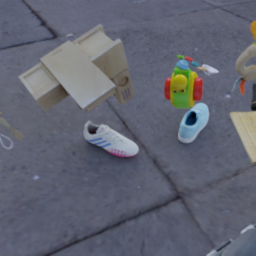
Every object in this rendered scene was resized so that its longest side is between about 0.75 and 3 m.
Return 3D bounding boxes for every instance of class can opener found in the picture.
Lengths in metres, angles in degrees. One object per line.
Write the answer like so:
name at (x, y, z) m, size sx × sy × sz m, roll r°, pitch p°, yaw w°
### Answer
can opener at (1.981, 1.365, 3.518) m, size 2.327 × 0.778 × 0.621 m, roll -23°, pitch 67°, yaw -21°

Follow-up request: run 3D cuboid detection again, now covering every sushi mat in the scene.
sushi mat at (2.176, 0.118, 4.658) m, size 0.652 × 0.082 × 1.363 m, roll -1°, pitch 36°, yaw 3°

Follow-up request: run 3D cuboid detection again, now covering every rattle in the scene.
rattle at (3.323, -1.909, 7.940) m, size 1.080 × 1.659 × 1.185 m, roll -21°, pitch 62°, yaw -13°

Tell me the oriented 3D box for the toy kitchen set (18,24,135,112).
toy kitchen set at (-1.036, -0.917, 8.288) m, size 2.798 × 2.524 × 2.283 m, roll -37°, pitch 59°, yaw -11°

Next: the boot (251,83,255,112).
boot at (3.216, -0.595, 6.528) m, size 0.363 × 0.936 × 0.648 m, roll -17°, pitch 55°, yaw 47°

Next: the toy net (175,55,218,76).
toy net at (1.491, -1.325, 6.126) m, size 0.945 × 0.183 × 0.496 m, roll 15°, pitch 34°, yaw -9°

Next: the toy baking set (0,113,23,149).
toy baking set at (-3.666, 0.146, 7.553) m, size 1.480 × 1.136 × 0.172 m, roll -22°, pitch 15°, yaw -36°

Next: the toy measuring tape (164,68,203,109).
toy measuring tape at (1.692, -1.053, 8.167) m, size 1.094 × 1.094 × 2.974 m, roll 18°, pitch 8°, yaw 17°

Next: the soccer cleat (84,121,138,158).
soccer cleat at (-0.670, 0.397, 10.118) m, size 2.174 × 0.939 × 0.760 m, roll 17°, pitch 47°, yaw 16°

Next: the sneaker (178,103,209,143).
sneaker at (2.666, -0.413, 10.949) m, size 0.843 × 0.934 × 2.280 m, roll 20°, pitch 48°, yaw 18°
